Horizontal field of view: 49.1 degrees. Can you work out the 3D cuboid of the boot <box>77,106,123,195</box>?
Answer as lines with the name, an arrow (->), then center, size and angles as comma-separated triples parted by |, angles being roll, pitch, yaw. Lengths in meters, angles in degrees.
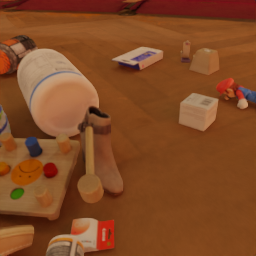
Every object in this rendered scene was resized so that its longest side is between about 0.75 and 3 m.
boot -> -0.626, 0.411, 6.536 | 0.696, 1.449, 1.982 | -8, 31, -36

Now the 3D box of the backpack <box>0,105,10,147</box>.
backpack -> -4.436, -0.266, 7.475 | 2.228, 2.099, 2.731 | -29, 58, -38

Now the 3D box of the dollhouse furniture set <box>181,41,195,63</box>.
dollhouse furniture set -> 3.361, -3.888, 13.906 | 1.392, 0.988, 1.103 | 4, 32, 6

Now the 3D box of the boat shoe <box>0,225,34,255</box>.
boat shoe -> -2.772, 2.305, 4.185 | 2.831, 1.009, 0.913 | -18, 73, -23

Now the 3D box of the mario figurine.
mario figurine -> 3.969, -1.131, 10.024 | 1.701, 0.902, 1.050 | 27, 3, 20

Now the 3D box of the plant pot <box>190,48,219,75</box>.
plant pot -> 3.510, -3.063, 12.692 | 0.996, 0.882, 0.997 | 26, 41, 35

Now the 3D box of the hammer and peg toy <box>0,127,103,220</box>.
hammer and peg toy -> -1.695, 0.937, 5.849 | 2.603, 0.918, 1.915 | 1, 45, 8

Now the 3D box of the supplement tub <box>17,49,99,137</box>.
supplement tub -> -2.254, -1.174, 8.672 | 1.916, 1.916, 2.904 | -15, 34, -22

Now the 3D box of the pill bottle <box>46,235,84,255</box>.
pill bottle -> -1.044, 2.276, 4.352 | 0.612, 0.612, 1.051 | 0, 32, 0

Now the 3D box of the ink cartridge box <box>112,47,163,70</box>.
ink cartridge box -> 0.488, -3.330, 13.507 | 1.260, 0.494, 2.662 | 21, 35, 29

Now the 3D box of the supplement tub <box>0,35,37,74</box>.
supplement tub -> -5.202, -3.289, 12.617 | 1.330, 1.330, 2.170 | 10, 33, 16

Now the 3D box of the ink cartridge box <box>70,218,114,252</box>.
ink cartridge box -> -0.665, 1.955, 5.182 | 0.792, 0.198, 0.642 | -11, 32, 4

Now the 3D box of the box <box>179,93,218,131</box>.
box -> 2.179, -0.509, 8.694 | 0.889, 0.762, 0.885 | 20, 37, 31
